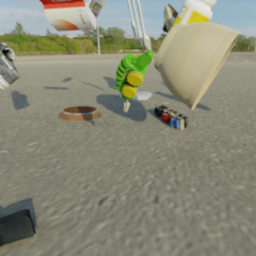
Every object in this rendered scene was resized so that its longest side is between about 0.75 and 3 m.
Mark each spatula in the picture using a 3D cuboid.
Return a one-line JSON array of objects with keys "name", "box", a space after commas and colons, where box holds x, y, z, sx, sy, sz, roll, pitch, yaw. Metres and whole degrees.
[{"name": "spatula", "box": [0.356, -3.814, 10.085, 0.168, 2.095, 1.456, -24, 50, -6]}]

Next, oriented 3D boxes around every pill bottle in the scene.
[{"name": "pill bottle", "box": [2.303, -3.866, 10.099, 1.118, 2.008, 1.118, 23, 26, -12]}]

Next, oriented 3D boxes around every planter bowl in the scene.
[{"name": "planter bowl", "box": [1.572, -1.736, 7.069, 1.442, 2.142, 2.142, 33, 26, 11]}]

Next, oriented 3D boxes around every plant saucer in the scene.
[{"name": "plant saucer", "box": [-1.982, -0.630, 11.596, 1.788, 0.308, 1.788, 0, 16, 0]}]

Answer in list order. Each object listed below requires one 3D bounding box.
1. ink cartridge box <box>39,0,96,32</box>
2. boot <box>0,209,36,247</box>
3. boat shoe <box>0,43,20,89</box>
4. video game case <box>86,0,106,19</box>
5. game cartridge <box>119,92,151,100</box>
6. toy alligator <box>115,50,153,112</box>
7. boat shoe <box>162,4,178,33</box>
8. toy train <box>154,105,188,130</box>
[{"name": "ink cartridge box", "box": [-1.788, -3.344, 8.187, 1.337, 0.413, 1.648, 2, -3, 12]}, {"name": "boot", "box": [-1.971, 1.497, 4.390, 0.832, 0.378, 0.990, -16, 29, -32]}, {"name": "boat shoe", "box": [-3.781, -2.150, 8.346, 0.773, 0.818, 2.281, -33, 58, 0]}, {"name": "video game case", "box": [-1.258, -4.781, 10.828, 0.144, 1.146, 1.257, 35, 19, 5]}, {"name": "game cartridge", "box": [0.394, -1.766, 15.354, 1.617, 0.331, 1.076, 4, 14, 15]}, {"name": "toy alligator", "box": [-0.030, -0.916, 5.631, 0.531, 1.957, 0.580, 22, 59, -4]}, {"name": "boat shoe", "box": [1.782, -4.470, 11.911, 0.842, 0.894, 2.349, 30, 34, -28]}, {"name": "toy train", "box": [1.578, -0.446, 10.742, 0.590, 0.440, 2.577, -8, 18, -14]}]
